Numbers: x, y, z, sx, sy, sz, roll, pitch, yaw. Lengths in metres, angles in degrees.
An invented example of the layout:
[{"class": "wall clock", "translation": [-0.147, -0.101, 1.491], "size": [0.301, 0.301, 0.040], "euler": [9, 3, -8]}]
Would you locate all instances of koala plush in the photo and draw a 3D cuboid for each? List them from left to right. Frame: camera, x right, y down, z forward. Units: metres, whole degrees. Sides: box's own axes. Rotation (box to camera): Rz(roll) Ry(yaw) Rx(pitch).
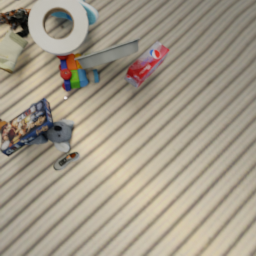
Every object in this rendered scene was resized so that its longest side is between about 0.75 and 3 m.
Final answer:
[{"class": "koala plush", "translation": [-2.652, 0.094, 9.531], "size": [1.578, 1.450, 1.399], "euler": [10, 67, -19]}]

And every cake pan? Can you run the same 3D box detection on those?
[{"class": "cake pan", "translation": [-0.660, -2.507, 9.505], "size": [2.315, 2.315, 0.425], "euler": [-20, 107, -7]}]

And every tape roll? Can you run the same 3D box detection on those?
[{"class": "tape roll", "translation": [-2.362, -3.535, 9.630], "size": [2.042, 0.373, 2.042], "euler": [0, 94, -3]}]

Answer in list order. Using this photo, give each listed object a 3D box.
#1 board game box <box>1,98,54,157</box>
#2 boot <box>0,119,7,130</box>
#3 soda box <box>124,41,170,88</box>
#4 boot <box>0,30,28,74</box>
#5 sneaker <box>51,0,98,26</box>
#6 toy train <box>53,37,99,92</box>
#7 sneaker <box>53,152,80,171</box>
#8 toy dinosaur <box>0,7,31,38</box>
[{"class": "board game box", "translation": [-3.050, -0.040, 8.392], "size": [1.702, 0.295, 1.153], "euler": [-33, 46, 7]}, {"class": "boot", "translation": [-4.559, 0.020, 9.935], "size": [0.809, 0.298, 0.626], "euler": [23, 70, 21]}, {"class": "soda box", "translation": [0.653, -2.144, 9.439], "size": [0.576, 0.636, 1.817], "euler": [38, 58, 4]}, {"class": "boot", "translation": [-4.673, -2.947, 10.203], "size": [1.831, 0.660, 1.416], "euler": [27, 86, 10]}, {"class": "sneaker", "translation": [-1.928, -4.934, 11.092], "size": [2.447, 0.973, 1.598], "euler": [24, 52, 18]}, {"class": "toy train", "translation": [-1.969, -2.599, 10.548], "size": [1.377, 1.007, 2.380], "euler": [-10, 70, -12]}, {"class": "sneaker", "translation": [-2.110, 1.088, 9.474], "size": [0.983, 0.390, 0.363], "euler": [-33, 74, -10]}, {"class": "toy dinosaur", "translation": [-4.385, -4.487, 11.338], "size": [1.991, 1.017, 1.351], "euler": [-23, 53, 14]}]
